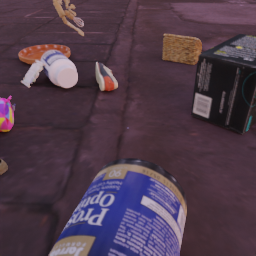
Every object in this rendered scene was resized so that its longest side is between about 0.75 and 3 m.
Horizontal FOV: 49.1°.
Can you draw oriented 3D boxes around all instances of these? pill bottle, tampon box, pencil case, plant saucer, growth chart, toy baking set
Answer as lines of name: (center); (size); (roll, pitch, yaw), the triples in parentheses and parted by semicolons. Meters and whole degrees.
pill bottle: (-2.629, -2.238, 10.785); (1.056, 1.056, 1.901); (-16, 36, -24)
tampon box: (3.484, -1.475, 8.620); (1.742, 2.068, 2.760); (25, 40, 34)
pencil case: (-4.415, -0.362, 7.932); (2.296, 1.015, 1.015); (-4, 33, -6)
pill bottle: (-0.226, 1.896, 3.686); (1.664, 1.664, 2.975); (9, 33, 15)
plant saucer: (-3.959, -3.486, 13.403); (2.378, 0.384, 2.378); (-1, 32, 0)
growth chart: (-3.657, -2.089, 10.775); (0.836, 1.156, 0.102); (38, 5, 39)
toy baking set: (-1.973, -3.864, 9.444); (0.181, 1.555, 1.194); (-23, 3, 29)

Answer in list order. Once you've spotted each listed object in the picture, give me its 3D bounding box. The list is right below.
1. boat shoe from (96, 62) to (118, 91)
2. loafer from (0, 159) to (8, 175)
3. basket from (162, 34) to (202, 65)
boat shoe: (-0.882, -2.002, 10.777); (0.600, 0.682, 1.916); (-8, 36, -12)
loafer: (-3.201, 1.021, 6.320); (0.373, 0.331, 0.982); (17, 36, 24)
basket: (2.569, -3.820, 13.107); (1.685, 1.255, 1.203); (15, 35, 24)
